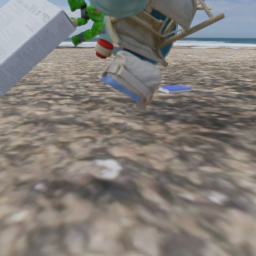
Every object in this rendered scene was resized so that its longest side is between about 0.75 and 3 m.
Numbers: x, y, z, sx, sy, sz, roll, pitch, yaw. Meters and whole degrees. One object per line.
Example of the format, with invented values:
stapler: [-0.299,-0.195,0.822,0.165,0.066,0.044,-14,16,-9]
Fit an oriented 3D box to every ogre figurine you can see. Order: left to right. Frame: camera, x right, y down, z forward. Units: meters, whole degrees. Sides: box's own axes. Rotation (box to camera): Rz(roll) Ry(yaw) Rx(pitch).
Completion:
ogre figurine: [-0.875,-2.470,5.960,0.777,1.296,0.636,-2,-9,7]

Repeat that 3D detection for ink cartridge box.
ink cartridge box: [-2.295,-1.491,5.106,2.281,0.494,2.239,-43,46,-2]

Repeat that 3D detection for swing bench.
swing bench: [0.824,-2.905,7.052,2.155,1.398,2.144,-37,-26,31]

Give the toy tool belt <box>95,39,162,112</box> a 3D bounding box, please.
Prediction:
toy tool belt: [-0.108,-0.838,4.680,1.258,0.773,0.786,31,27,2]

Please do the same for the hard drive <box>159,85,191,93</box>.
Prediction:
hard drive: [2.186,-1.807,13.021,1.227,0.156,0.810,-9,21,-23]

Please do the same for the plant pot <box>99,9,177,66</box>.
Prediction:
plant pot: [0.026,-3.718,9.959,2.973,2.973,2.002,-16,22,-38]

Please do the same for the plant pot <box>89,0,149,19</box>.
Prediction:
plant pot: [-0.111,-2.499,4.451,1.204,1.204,0.806,-3,-1,-9]

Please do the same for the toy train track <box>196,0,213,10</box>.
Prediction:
toy train track: [2.136,-4.188,9.132,1.441,0.409,2.512,12,36,24]
